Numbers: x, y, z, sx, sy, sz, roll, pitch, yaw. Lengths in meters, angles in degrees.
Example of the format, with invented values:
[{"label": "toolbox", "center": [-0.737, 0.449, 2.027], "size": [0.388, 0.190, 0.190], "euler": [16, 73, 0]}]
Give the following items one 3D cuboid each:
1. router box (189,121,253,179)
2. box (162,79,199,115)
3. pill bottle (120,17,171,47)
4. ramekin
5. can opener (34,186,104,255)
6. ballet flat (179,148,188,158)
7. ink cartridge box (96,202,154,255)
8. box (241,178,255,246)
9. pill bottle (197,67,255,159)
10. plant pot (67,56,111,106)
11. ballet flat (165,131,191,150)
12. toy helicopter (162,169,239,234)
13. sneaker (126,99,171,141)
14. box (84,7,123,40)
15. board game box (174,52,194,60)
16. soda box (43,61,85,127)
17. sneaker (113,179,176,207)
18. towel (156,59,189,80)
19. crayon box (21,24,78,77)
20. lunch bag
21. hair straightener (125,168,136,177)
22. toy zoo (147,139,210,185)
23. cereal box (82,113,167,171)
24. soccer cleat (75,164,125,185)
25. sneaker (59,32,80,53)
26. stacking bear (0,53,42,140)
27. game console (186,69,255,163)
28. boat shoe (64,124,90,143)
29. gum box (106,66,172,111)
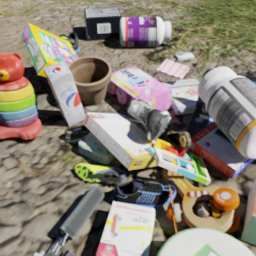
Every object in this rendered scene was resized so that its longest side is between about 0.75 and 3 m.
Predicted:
[{"label": "router box", "center": [3.139, 0.467, 8.725], "size": [1.848, 0.451, 1.659], "euler": [-33, 51, -26]}, {"label": "box", "center": [2.406, -1.325, 11.527], "size": [1.565, 0.413, 2.007], "euler": [-8, 40, -9]}, {"label": "pill bottle", "center": [0.935, -5.415, 15.810], "size": [2.804, 1.577, 1.577], "euler": [-1, 38, -1]}, {"label": "ramekin", "center": [1.474, 3.088, 5.262], "size": [2.346, 1.146, 2.346], "euler": [0, 38, 0]}, {"label": "can opener", "center": [-1.321, 2.498, 6.560], "size": [0.866, 0.686, 2.605], "euler": [43, 43, -10]}, {"label": "ballet flat", "center": [1.818, 0.594, 9.110], "size": [0.315, 0.325, 0.912], "euler": [36, 34, -21]}, {"label": "ink cartridge box", "center": [-0.024, 2.519, 6.420], "size": [1.077, 0.619, 1.484], "euler": [8, 38, 9]}, {"label": "box", "center": [3.858, 2.143, 6.575], "size": [1.939, 1.031, 1.477], "euler": [16, 41, 19]}, {"label": "pill bottle", "center": [3.255, -0.540, 8.190], "size": [1.569, 1.569, 2.696], "euler": [-12, 46, -15]}, {"label": "plant pot", "center": [-1.488, -1.708, 11.000], "size": [1.711, 1.493, 1.711], "euler": [0, 51, 0]}, {"label": "ballet flat", "center": [1.537, 0.343, 8.780], "size": [0.380, 0.552, 1.639], "euler": [-2, 7, -11]}, {"label": "toy helicopter", "center": [1.551, 1.843, 7.296], "size": [1.657, 0.989, 2.506], "euler": [-23, 32, -13]}, {"label": "sneaker", "center": [0.489, -0.362, 8.833], "size": [1.495, 0.971, 2.588], "euler": [34, 5, 10]}, {"label": "box", "center": [-1.539, -6.500, 17.349], "size": [2.226, 1.372, 2.208], "euler": [-5, 38, -7]}, {"label": "board game box", "center": [2.997, -3.824, 14.923], "size": [0.899, 0.156, 0.568], "euler": [-7, 39, -9]}, {"label": "soda box", "center": [-2.121, -1.096, 9.608], "size": [0.720, 2.269, 0.775], "euler": [-27, 53, -15]}, {"label": "sneaker", "center": [0.469, 1.695, 7.437], "size": [1.734, 0.675, 0.608], "euler": [-7, 38, -8]}, {"label": "towel", "center": [1.905, -2.510, 11.920], "size": [1.175, 0.176, 0.859], "euler": [26, 59, 23]}, {"label": "crayon box", "center": [-3.118, -3.032, 11.982], "size": [2.203, 0.744, 2.554], "euler": [11, 41, -50]}, {"label": "lunch bag", "center": [-0.923, 0.576, 9.027], "size": [1.259, 0.485, 1.010], "euler": [20, 42, 24]}, {"label": "hair straightener", "center": [0.074, 1.099, 8.585], "size": [0.381, 0.203, 0.991], "euler": [-5, 38, -6]}, {"label": "toy zoo", "center": [1.403, 0.908, 8.079], "size": [1.860, 0.190, 1.220], "euler": [23, 25, -9]}, {"label": "cereal box", "center": [-0.080, 0.333, 8.665], "size": [1.721, 0.473, 2.392], "euler": [1, 32, -47]}, {"label": "soccer cleat", "center": [-0.812, 1.338, 8.189], "size": [1.522, 0.492, 0.637], "euler": [8, 8, 17]}, {"label": "sneaker", "center": [-3.474, -4.163, 14.499], "size": [1.033, 1.208, 2.915], "euler": [12, 39, 17]}, {"label": "stacking bear", "center": [-3.819, -1.120, 9.273], "size": [1.607, 2.646, 1.505], "euler": [1, 28, 3]}, {"label": "game console", "center": [3.551, -0.460, 9.260], "size": [2.823, 1.670, 2.409], "euler": [15, 45, 19]}, {"label": "boat shoe", "center": [-1.453, 0.071, 9.695], "size": [1.497, 0.451, 0.534], "euler": [-18, 41, -21]}, {"label": "gum box", "center": [0.309, -1.510, 11.362], "size": [1.516, 0.883, 2.671], "euler": [-23, 44, -27]}]
